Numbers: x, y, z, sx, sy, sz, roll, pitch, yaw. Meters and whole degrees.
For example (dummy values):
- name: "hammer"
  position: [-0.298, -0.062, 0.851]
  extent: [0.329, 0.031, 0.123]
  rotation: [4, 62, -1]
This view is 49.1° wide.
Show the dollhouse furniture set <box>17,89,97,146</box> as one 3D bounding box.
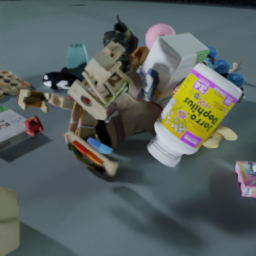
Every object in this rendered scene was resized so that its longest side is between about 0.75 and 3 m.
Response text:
- name: "dollhouse furniture set"
  position: [-1.895, -0.290, 7.661]
  extent: [2.396, 1.290, 0.975]
  rotation: [6, 11, -41]

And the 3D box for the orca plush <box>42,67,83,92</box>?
- name: "orca plush"
  position: [-2.788, -2.202, 12.443]
  extent: [2.525, 0.898, 1.329]
  rotation: [24, 39, 32]

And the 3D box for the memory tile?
- name: "memory tile"
  position: [-5.840, -1.991, 12.748]
  extent: [2.675, 0.225, 2.051]
  rotation: [28, 42, 36]

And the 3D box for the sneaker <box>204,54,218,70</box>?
- name: "sneaker"
  position: [3.099, -2.493, 10.519]
  extent: [0.299, 0.343, 0.763]
  rotation: [-23, 64, -20]

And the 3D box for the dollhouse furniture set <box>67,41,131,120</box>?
- name: "dollhouse furniture set"
  position: [-0.178, -1.285, 6.177]
  extent: [1.006, 1.601, 1.810]
  rotation: [43, 57, -10]

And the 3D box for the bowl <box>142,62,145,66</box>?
- name: "bowl"
  position: [0.963, -2.440, 11.646]
  extent: [0.842, 0.842, 0.378]
  rotation: [7, 26, 11]

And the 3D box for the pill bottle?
- name: "pill bottle"
  position: [1.570, -0.246, 7.152]
  extent: [1.322, 2.537, 1.322]
  rotation: [30, 18, -11]

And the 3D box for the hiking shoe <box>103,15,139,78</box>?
- name: "hiking shoe"
  position: [-0.490, -2.552, 9.514]
  extent: [1.015, 1.349, 2.680]
  rotation: [-11, 50, 32]

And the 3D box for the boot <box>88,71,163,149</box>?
- name: "boot"
  position: [0.017, -0.164, 7.928]
  extent: [0.993, 2.828, 2.067]
  rotation: [-4, 38, 46]

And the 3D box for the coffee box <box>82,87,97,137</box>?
- name: "coffee box"
  position: [-1.046, -0.546, 9.409]
  extent: [1.277, 1.279, 1.265]
  rotation: [2, 34, -2]

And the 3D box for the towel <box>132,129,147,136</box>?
- name: "towel"
  position: [0.346, -0.477, 10.363]
  extent: [1.547, 0.229, 2.109]
  rotation: [-15, 36, -21]

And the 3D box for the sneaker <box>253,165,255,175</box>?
- name: "sneaker"
  position: [3.976, 1.587, 6.680]
  extent: [2.454, 0.868, 1.217]
  rotation: [12, 67, -27]

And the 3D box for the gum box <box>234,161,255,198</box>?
- name: "gum box"
  position: [3.239, 1.319, 7.398]
  extent: [0.616, 0.359, 1.085]
  rotation: [4, 33, 7]

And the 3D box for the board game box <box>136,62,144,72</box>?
- name: "board game box"
  position: [0.686, -2.453, 12.425]
  extent: [1.302, 0.409, 2.725]
  rotation: [-22, 49, -34]

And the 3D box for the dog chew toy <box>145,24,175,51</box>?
- name: "dog chew toy"
  position: [1.125, -3.290, 10.328]
  extent: [1.088, 1.088, 1.747]
  rotation: [-2, 24, -4]

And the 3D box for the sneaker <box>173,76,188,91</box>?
- name: "sneaker"
  position: [2.198, -1.104, 9.672]
  extent: [0.727, 1.925, 0.678]
  rotation: [-29, 50, 21]

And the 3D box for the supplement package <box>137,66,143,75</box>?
- name: "supplement package"
  position: [0.742, -2.015, 11.099]
  extent: [0.588, 0.774, 0.583]
  rotation: [-23, 57, -30]

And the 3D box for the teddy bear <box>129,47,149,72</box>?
- name: "teddy bear"
  position: [-0.037, -2.429, 11.264]
  extent: [0.717, 2.149, 1.558]
  rotation: [32, 8, 19]

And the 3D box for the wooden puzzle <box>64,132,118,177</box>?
- name: "wooden puzzle"
  position: [-0.929, 0.732, 6.936]
  extent: [1.534, 2.274, 0.266]
  rotation: [29, 67, 12]

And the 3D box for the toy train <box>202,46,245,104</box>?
- name: "toy train"
  position: [3.145, -1.912, 10.999]
  extent: [1.705, 1.293, 2.984]
  rotation: [-29, 65, -11]

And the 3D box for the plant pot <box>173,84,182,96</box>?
- name: "plant pot"
  position: [2.007, -0.819, 8.277]
  extent: [1.283, 1.168, 1.283]
  rotation: [-28, 10, 6]

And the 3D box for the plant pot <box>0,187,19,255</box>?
- name: "plant pot"
  position: [-2.844, 1.930, 5.718]
  extent: [1.136, 1.283, 1.282]
  rotation: [-3, 31, -24]

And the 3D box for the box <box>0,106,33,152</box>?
- name: "box"
  position: [-4.339, -0.010, 9.489]
  extent: [2.182, 0.397, 1.575]
  rotation: [26, 41, 33]

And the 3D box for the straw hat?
- name: "straw hat"
  position: [2.571, 0.295, 8.721]
  extent: [1.434, 1.434, 0.607]
  rotation: [21, 78, 30]

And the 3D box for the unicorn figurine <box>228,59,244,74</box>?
- name: "unicorn figurine"
  position: [4.467, -2.755, 13.474]
  extent: [1.943, 0.718, 1.335]
  rotation: [-26, 28, 11]

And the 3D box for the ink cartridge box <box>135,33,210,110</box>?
- name: "ink cartridge box"
  position: [1.343, -1.796, 9.663]
  extent: [1.898, 2.611, 1.143]
  rotation: [-25, 65, -44]

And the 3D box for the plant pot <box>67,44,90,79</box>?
- name: "plant pot"
  position: [-2.424, -3.238, 13.539]
  extent: [1.050, 1.485, 1.049]
  rotation: [-2, 33, -4]
